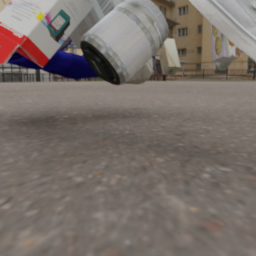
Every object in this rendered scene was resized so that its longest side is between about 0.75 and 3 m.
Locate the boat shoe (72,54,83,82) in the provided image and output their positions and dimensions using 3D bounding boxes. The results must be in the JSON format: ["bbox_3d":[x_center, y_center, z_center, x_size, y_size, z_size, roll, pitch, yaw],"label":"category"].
[{"bbox_3d":[-1.657,-2.514,10.895,0.569,1.628,0.539,34,-5,-35],"label":"boat shoe"}]

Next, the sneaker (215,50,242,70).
[{"bbox_3d":[3.960,-2.989,10.466,0.694,0.700,1.931,2,-29,-29],"label":"sneaker"}]

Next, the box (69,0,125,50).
[{"bbox_3d":[-0.804,-2.980,6.743,1.312,1.524,1.532,6,56,34],"label":"box"}]

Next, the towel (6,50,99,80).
[{"bbox_3d":[-2.315,-2.062,9.038,2.812,0.697,2.076,5,7,-41],"label":"towel"}]

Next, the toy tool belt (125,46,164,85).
[{"bbox_3d":[0.373,-2.949,9.809,1.694,2.714,1.668,10,29,23],"label":"toy tool belt"}]

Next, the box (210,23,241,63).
[{"bbox_3d":[2.618,-3.278,7.708,0.559,2.891,0.599,-2,-1,-16],"label":"box"}]

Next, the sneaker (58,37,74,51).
[{"bbox_3d":[-2.312,-3.998,11.153,2.516,1.101,0.936,-31,38,19],"label":"sneaker"}]

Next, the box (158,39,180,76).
[{"bbox_3d":[1.528,-2.687,10.599,0.495,1.273,0.604,-1,-22,-19],"label":"box"}]

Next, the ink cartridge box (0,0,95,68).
[{"bbox_3d":[-1.535,-1.721,4.631,1.034,1.780,0.599,33,-8,32],"label":"ink cartridge box"}]

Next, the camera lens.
[{"bbox_3d":[-0.090,-1.631,5.373,1.456,1.165,1.165,-45,25,-11],"label":"camera lens"}]

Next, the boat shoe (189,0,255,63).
[{"bbox_3d":[2.219,-1.620,4.525,1.000,0.952,2.778,-2,49,-53],"label":"boat shoe"}]

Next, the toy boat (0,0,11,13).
[{"bbox_3d":[-3.030,-2.556,5.941,1.483,1.247,0.689,-25,1,-24],"label":"toy boat"}]
